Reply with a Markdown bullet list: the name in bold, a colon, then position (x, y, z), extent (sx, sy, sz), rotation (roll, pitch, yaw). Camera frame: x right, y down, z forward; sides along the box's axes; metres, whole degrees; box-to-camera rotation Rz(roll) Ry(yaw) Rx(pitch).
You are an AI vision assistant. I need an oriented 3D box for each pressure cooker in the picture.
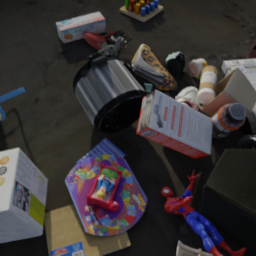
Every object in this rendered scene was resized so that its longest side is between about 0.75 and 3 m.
- **pressure cooker**: position (-0.733, -1.327, 9.883), extent (2.228, 2.194, 2.495), rotation (-3, 52, -51)

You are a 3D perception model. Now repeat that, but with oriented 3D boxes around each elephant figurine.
- **elephant figurine**: position (-0.825, -3.051, 11.961), extent (1.104, 1.007, 1.423), rotation (-9, 93, -23)

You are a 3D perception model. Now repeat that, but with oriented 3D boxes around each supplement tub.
- **supplement tub**: position (3.346, -0.256, 9.488), extent (0.888, 1.660, 0.888), rotation (2, 71, -7)

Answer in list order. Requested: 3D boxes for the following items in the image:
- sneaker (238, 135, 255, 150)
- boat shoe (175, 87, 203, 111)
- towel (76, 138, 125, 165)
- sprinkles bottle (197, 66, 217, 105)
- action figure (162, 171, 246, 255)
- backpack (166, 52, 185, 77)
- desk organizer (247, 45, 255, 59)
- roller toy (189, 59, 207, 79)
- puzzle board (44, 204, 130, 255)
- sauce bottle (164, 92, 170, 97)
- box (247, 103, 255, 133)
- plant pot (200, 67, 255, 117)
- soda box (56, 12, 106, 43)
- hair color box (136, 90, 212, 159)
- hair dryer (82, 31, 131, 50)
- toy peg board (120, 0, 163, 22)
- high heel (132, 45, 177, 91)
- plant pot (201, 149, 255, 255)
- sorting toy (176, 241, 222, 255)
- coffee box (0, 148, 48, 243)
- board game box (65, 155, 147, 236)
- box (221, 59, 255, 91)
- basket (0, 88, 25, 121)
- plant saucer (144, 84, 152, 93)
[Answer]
- **sneaker**: position (5.031, 0.462, 9.570), extent (2.582, 0.858, 1.168), rotation (4, 40, 5)
- **boat shoe**: position (2.040, -0.695, 10.080), extent (1.014, 1.171, 2.746), rotation (38, 60, 2)
- **towel**: position (-0.928, 1.056, 9.402), extent (1.024, 0.169, 1.414), rotation (39, 67, 25)
- **sprinkles bottle**: position (3.118, -1.691, 10.936), extent (0.632, 0.632, 1.853), rotation (13, 46, 10)
- **action figure**: position (1.963, 2.260, 7.623), extent (0.885, 1.343, 2.713), rotation (-7, 31, -40)
- **backpack**: position (2.053, -2.819, 12.091), extent (0.728, 0.960, 1.150), rotation (-1, 38, 27)
- **desk organizer**: position (6.196, -3.195, 12.645), extent (1.390, 0.535, 0.498), rotation (31, 58, 23)
- **roller toy**: position (3.033, -2.585, 12.016), extent (0.551, 0.789, 0.720), rotation (-15, 51, -19)
- **puzzle board**: position (-1.219, 2.908, 8.000), extent (2.186, 0.190, 1.647), rotation (-15, 55, -10)
- **sauce bottle**: position (1.385, -0.867, 10.700), extent (0.417, 0.417, 1.264), rotation (11, 51, 8)
- **box**: position (5.147, -0.478, 10.592), extent (1.161, 0.354, 1.466), rotation (1, 51, 1)
- **plant pot**: position (3.823, -1.027, 10.327), extent (1.315, 1.486, 1.484), rotation (38, 59, -2)
- **soda box**: position (-2.317, -5.017, 13.968), extent (2.347, 0.746, 0.803), rotation (-21, 55, -17)
- **hair color box**: position (1.524, -0.054, 8.869), extent (2.387, 0.763, 1.324), rotation (24, 62, -24)
- **hair dryer**: position (-1.100, -4.278, 13.627), extent (2.366, 0.643, 1.802), rotation (9, 36, 0)
- **toy peg board**: position (0.737, -6.823, 15.337), extent (1.748, 0.858, 1.755), rotation (33, 59, 24)
- **high heel**: position (1.202, -2.630, 12.235), extent (1.996, 1.000, 2.801), rotation (24, 36, -12)
- **plant pot**: position (3.276, 1.896, 7.609), extent (2.061, 2.323, 2.318), rotation (23, 55, 29)
- **sorting toy**: position (1.715, 3.645, 7.216), extent (1.151, 0.615, 1.036), rotation (15, 61, 10)
- **coffee box**: position (-3.436, 1.894, 7.566), extent (1.803, 1.806, 1.786), rotation (-12, 50, 6)
- **board game box**: position (-0.636, 1.794, 8.292), extent (2.030, 0.500, 2.569), rotation (-20, 60, -19)
- **box**: position (5.031, -2.127, 11.880), extent (1.533, 0.405, 1.966), rotation (-6, 51, -4)
- **basket**: position (-4.786, -0.896, 10.019), extent (1.961, 1.364, 1.729), rotation (-30, 13, -34)
- **plant saucer**: position (0.585, -1.552, 10.802), extent (0.083, 0.305, 0.874), rotation (10, 4, -40)
